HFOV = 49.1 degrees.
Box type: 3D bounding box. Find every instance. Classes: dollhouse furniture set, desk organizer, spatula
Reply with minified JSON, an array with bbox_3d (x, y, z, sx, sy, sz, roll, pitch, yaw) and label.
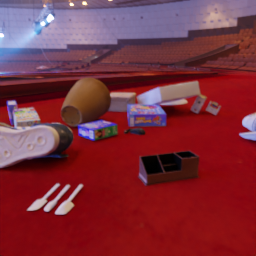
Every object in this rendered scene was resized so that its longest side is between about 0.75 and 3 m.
[{"bbox_3d":[3.954,-1.050,14.287,1.228,0.861,0.866,29,21,11],"label":"dollhouse furniture set"},{"bbox_3d":[0.998,0.957,6.859,1.425,0.549,0.511,-5,16,-18],"label":"desk organizer"},{"bbox_3d":[-1.442,1.469,5.893,0.822,0.095,1.183,-2,13,13],"label":"spatula"}]

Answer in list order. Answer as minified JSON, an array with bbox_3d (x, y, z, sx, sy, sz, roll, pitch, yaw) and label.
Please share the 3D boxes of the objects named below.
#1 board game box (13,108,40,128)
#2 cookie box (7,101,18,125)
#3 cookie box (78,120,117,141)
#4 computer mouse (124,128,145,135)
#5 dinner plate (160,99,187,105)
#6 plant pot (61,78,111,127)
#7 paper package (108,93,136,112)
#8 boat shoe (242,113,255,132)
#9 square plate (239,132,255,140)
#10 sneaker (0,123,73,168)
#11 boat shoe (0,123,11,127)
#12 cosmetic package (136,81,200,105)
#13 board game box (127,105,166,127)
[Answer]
[{"bbox_3d":[-3.689,-0.127,10.189,0.783,0.797,1.520,-8,22,-24],"label":"board game box"},{"bbox_3d":[-5.043,-0.670,12.318,0.395,0.900,1.052,-11,18,-22],"label":"cookie box"},{"bbox_3d":[-1.104,0.075,10.297,1.120,0.421,0.958,-15,21,-42],"label":"cookie box"},{"bbox_3d":[0.282,0.103,10.726,0.812,0.214,0.563,8,16,27],"label":"computer mouse"},{"bbox_3d":[2.492,-1.770,17.697,2.470,0.299,2.470,-1,14,0],"label":"dinner plate"},{"bbox_3d":[-1.966,-0.940,11.968,1.908,1.908,2.048,5,27,17],"label":"plant pot"},{"bbox_3d":[-0.432,-1.425,15.295,1.509,0.819,1.583,4,16,14],"label":"paper package"},{"bbox_3d":[5.751,-0.378,11.249,2.764,0.980,0.965,-15,23,-25],"label":"boat shoe"},{"bbox_3d":[5.203,0.215,9.404,1.982,0.285,2.001,-5,0,-19],"label":"square plate"},{"bbox_3d":[-2.984,0.453,8.206,2.764,1.114,2.024,-8,-1,7],"label":"sneaker"},{"bbox_3d":[-3.966,0.328,8.816,2.104,0.796,0.777,5,19,23],"label":"boat shoe"},{"bbox_3d":[1.994,-1.687,14.633,2.196,0.752,2.912,-14,2,-20],"label":"cosmetic package"},{"bbox_3d":[0.774,-0.609,12.783,1.569,0.523,2.334,0,15,-1],"label":"board game box"}]
